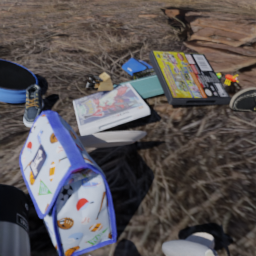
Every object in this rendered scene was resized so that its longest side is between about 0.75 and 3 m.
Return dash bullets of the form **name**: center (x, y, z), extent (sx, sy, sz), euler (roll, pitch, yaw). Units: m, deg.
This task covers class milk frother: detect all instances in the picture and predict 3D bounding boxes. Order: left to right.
- **milk frother**: center (-3.172, 2.392, 5.086), extent (2.467, 2.227, 2.321), euler (-32, 38, 1)

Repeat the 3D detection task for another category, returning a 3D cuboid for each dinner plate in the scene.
- **dinner plate**: center (-0.520, 0.350, 7.740), extent (2.113, 0.256, 2.113), euler (-6, -9, -1)

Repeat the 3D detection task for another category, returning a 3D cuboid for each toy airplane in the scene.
- **toy airplane**: center (0.306, 2.811, 4.173), extent (2.885, 2.045, 2.898), euler (-1, 34, -2)

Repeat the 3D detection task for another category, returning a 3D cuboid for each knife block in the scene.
- **knife block**: center (-1.075, -1.574, 10.485), extent (0.930, 1.059, 0.339), euler (-41, 63, -12)

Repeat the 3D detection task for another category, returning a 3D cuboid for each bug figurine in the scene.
- **bug figurine**: center (4.096, -2.126, 12.655), extent (1.352, 0.449, 1.743), euler (27, 44, 34)

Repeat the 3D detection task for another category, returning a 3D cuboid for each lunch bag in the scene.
- **lunch bag**: center (-1.343, 1.164, 6.069), extent (1.595, 2.575, 2.189), euler (-17, 39, -23)

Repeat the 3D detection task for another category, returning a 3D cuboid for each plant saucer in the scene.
- **plant saucer**: center (0.725, -1.708, 11.682), extent (2.875, 0.273, 1.005), euler (-15, 56, -10)

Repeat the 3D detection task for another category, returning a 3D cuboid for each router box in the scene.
- **router box**: center (1.388, -2.264, 12.790), extent (1.986, 0.507, 1.482), euler (-19, 39, -25)

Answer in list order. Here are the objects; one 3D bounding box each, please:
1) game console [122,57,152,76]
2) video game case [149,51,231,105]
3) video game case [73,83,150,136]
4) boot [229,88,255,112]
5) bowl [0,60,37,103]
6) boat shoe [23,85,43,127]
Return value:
- **game console**: center (0.604, -2.917, 14.065), extent (1.225, 0.849, 1.436), euler (-41, 43, -2)
- **video game case**: center (2.501, -2.122, 11.688), extent (2.672, 0.377, 2.956), euler (-2, 51, -18)
- **video game case**: center (-0.723, -0.760, 10.135), extent (2.385, 0.301, 2.617), euler (-19, 30, -6)
- **boot**: center (5.226, -0.735, 10.332), extent (2.416, 0.884, 1.819), euler (-5, 34, -17)
- **bowl**: center (-5.058, -2.007, 11.533), extent (2.686, 0.527, 2.686), euler (20, 31, -13)
- **boat shoe**: center (-3.572, -0.852, 10.445), extent (0.684, 0.878, 1.934), euler (-6, 35, -9)
